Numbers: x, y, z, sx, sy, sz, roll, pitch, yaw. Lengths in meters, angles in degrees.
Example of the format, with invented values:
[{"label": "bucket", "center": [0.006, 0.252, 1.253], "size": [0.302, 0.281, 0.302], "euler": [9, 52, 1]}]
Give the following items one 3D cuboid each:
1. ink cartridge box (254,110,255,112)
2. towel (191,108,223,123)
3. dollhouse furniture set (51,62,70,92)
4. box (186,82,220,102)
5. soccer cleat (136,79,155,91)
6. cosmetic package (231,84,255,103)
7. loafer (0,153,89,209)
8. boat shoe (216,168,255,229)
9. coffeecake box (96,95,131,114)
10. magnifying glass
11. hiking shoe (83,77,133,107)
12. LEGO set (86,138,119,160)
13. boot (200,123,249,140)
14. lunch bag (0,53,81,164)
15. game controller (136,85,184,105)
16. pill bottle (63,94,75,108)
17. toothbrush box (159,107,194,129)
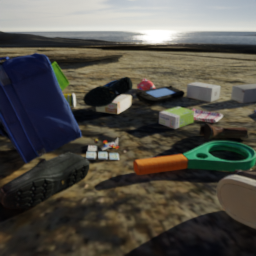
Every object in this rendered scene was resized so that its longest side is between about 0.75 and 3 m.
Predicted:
[{"label": "ink cartridge box", "center": [4.997, -0.553, 9.752], "size": [0.877, 0.194, 0.894], "euler": [-1, 22, -1]}, {"label": "towel", "center": [2.541, -0.415, 9.407], "size": [1.088, 0.163, 0.796], "euler": [12, 24, 30]}, {"label": "dollhouse furniture set", "center": [-3.989, -1.688, 12.312], "size": [1.573, 1.205, 2.401], "euler": [-12, 32, 30]}, {"label": "box", "center": [3.144, -1.519, 11.757], "size": [1.166, 0.568, 0.725], "euler": [19, 27, 40]}, {"label": "soccer cleat", "center": [0.834, -1.870, 12.894], "size": [0.683, 0.595, 1.785], "euler": [43, 2, -12]}, {"label": "cosmetic package", "center": [5.057, -1.437, 11.512], "size": [1.436, 0.647, 0.767], "euler": [-10, 22, -16]}, {"label": "loafer", "center": [-1.526, 0.904, 5.159], "size": [0.649, 0.628, 1.850], "euler": [29, 28, 28]}, {"label": "boat shoe", "center": [2.638, 1.253, 3.850], "size": [0.840, 1.014, 2.823], "euler": [-19, 22, -33]}, {"label": "coffeecake box", "center": [-0.521, -0.906, 10.336], "size": [0.891, 0.424, 1.161], "euler": [9, 23, 23]}, {"label": "magnifying glass", "center": [1.531, 0.697, 6.272], "size": [2.882, 0.323, 1.147], "euler": [-7, 22, -16]}, {"label": "hiking shoe", "center": [-0.750, -1.191, 9.818], "size": [1.912, 0.711, 0.829], "euler": [-24, 11, -27]}, {"label": "LEGO set", "center": [-0.620, 0.480, 6.945], "size": [0.771, 0.253, 1.032], "euler": [2, 20, -5]}, {"label": "boot", "center": [2.647, 0.124, 7.429], "size": [1.291, 0.415, 1.203], "euler": [6, 7, 4]}, {"label": "lunch bag", "center": [-2.331, -0.515, 6.338], "size": [1.590, 2.404, 1.633], "euler": [-29, 25, -18]}, {"label": "game controller", "center": [1.344, -1.377, 11.547], "size": [2.065, 0.435, 1.077], "euler": [-17, 25, -34]}, {"label": "pill bottle", "center": [-2.469, -1.011, 10.492], "size": [0.936, 0.521, 0.521], "euler": [-3, 21, -5]}, {"label": "toothbrush box", "center": [1.529, -0.333, 8.849], "size": [0.930, 0.400, 0.677], "euler": [-16, 26, -39]}]
